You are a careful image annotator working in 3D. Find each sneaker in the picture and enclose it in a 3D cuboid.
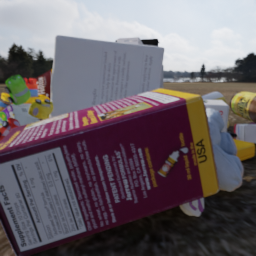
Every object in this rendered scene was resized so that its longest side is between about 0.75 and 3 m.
[{"bbox_3d":[0.844,1.047,4.564,0.749,0.563,1.503,-5,1,13],"label":"sneaker"}]

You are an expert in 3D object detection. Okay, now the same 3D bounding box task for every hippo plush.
[{"bbox_3d":[1.082,0.585,5.378,1.673,1.657,2.081,-27,-15,27],"label":"hippo plush"}]

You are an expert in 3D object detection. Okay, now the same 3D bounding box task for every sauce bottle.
[{"bbox_3d":[3.991,-0.610,8.619,0.901,0.901,2.786,0,10,1],"label":"sauce bottle"}]

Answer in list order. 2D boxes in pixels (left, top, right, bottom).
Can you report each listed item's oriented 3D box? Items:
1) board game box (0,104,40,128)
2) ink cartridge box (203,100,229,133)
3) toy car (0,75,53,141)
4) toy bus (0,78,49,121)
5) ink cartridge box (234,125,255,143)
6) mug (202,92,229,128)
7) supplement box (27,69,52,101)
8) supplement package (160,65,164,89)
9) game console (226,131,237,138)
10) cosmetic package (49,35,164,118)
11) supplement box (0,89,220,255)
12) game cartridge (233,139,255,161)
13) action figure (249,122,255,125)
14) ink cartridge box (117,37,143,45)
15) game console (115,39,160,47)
[{"bbox_3d":[-3.161,-0.014,7.580,1.454,0.749,0.763,-26,-8,31],"label":"board game box"},{"bbox_3d":[1.449,-0.076,6.552,1.541,1.125,0.648,3,17,5],"label":"ink cartridge box"},{"bbox_3d":[-2.067,-0.398,5.519,0.331,1.397,1.484,35,55,21],"label":"toy car"},{"bbox_3d":[-3.573,-0.625,9.175,2.064,1.981,1.400,-7,16,-28],"label":"toy bus"},{"bbox_3d":[3.801,0.165,8.423,0.939,0.545,1.272,2,3,9],"label":"ink cartridge box"},{"bbox_3d":[2.938,-0.597,10.810,1.459,1.423,1.777,-10,2,-11],"label":"mug"},{"bbox_3d":[-2.981,-1.272,11.312,1.758,1.168,1.734,-22,-20,22],"label":"supplement box"},{"bbox_3d":[0.281,-1.212,10.744,1.819,2.415,1.833,-2,15,-5],"label":"supplement package"},{"bbox_3d":[2.380,0.047,8.580,1.466,0.228,1.297,7,12,-33],"label":"game console"},{"bbox_3d":[-0.624,-1.223,8.358,2.882,2.376,2.378,6,8,-3],"label":"cosmetic package"},{"bbox_3d":[-0.347,0.420,3.972,2.599,1.341,1.702,-16,14,-7],"label":"supplement box"},{"bbox_3d":[1.685,0.528,7.512,2.311,0.425,2.621,-8,14,-38],"label":"game cartridge"},{"bbox_3d":[4.642,0.075,9.508,1.003,0.903,1.347,31,11,-7],"label":"action figure"},{"bbox_3d":[0.131,-2.663,9.716,0.798,0.461,1.093,1,-9,18],"label":"ink cartridge box"},{"bbox_3d":[0.367,-2.969,10.944,1.670,1.469,0.972,1,-18,10],"label":"game console"}]
